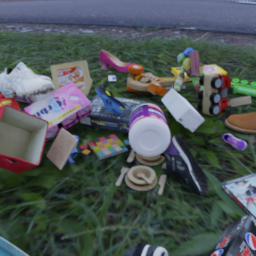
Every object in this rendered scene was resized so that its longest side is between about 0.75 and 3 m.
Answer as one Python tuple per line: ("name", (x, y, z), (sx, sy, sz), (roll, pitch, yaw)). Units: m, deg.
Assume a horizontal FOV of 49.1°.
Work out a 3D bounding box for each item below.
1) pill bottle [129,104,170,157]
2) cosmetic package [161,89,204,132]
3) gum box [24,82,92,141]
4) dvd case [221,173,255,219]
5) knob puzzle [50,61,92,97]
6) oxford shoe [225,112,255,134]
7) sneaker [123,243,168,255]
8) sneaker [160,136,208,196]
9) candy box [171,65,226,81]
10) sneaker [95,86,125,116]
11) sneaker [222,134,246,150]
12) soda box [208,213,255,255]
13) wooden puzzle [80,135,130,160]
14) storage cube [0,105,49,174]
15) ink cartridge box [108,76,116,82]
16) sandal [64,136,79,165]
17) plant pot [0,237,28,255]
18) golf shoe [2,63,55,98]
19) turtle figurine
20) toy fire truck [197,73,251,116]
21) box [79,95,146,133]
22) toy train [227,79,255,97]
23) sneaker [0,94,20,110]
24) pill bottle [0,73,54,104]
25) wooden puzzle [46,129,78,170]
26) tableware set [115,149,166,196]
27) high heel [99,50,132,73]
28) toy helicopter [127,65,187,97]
("pill bottle", (0.625, -0.044, 8.848), (1.195, 1.195, 2.125), (0, 22, 0))
("cosmetic package", (2.024, -0.685, 10.566), (0.949, 0.683, 1.682), (32, 17, -33))
("gum box", (-2.428, -0.636, 10.056), (2.096, 0.693, 1.190), (-34, 69, -16))
("dvd case", (3.511, 1.914, 7.366), (1.265, 0.191, 1.734), (-11, 32, -18))
("knob puzzle", (-2.324, -1.824, 11.725), (1.915, 1.915, 0.266), (4, 8, 6))
("oxford shoe", (5.094, -0.450, 10.434), (2.970, 1.058, 1.059), (-4, 33, -3))
("sneaker", (0.100, 2.991, 5.382), (0.881, 0.576, 1.575), (-4, 37, 40))
("sneaker", (1.587, 1.229, 8.173), (0.726, 0.839, 1.917), (22, 35, -45))
("candy box", (3.833, -3.010, 15.254), (2.628, 0.347, 1.343), (-7, 35, -11))
("sneaker", (-0.716, -0.888, 9.803), (0.559, 1.425, 0.470), (-36, 42, 19))
("sneaker", (3.545, 0.453, 9.458), (0.389, 0.354, 0.880), (23, 9, -44))
("soda box", (2.063, 2.534, 5.502), (1.938, 0.686, 0.614), (-25, 73, -46))
("wooden puzzle", (-0.721, 0.627, 9.499), (1.735, 0.122, 1.029), (-16, 34, -25))
("storage cube", (-3.254, 0.375, 7.897), (1.322, 1.390, 1.546), (25, 57, -35))
("ink cartridge box", (-0.844, -2.548, 14.700), (0.363, 0.142, 0.766), (-2, 29, -5))
("sandal", (-1.780, 0.740, 8.814), (0.476, 0.434, 1.092), (6, 59, 25))
("plant pot", (-2.573, 2.870, 3.710), (2.759, 2.759, 2.592), (14, 49, 22))
("golf shoe", (-3.716, -1.725, 10.059), (2.597, 1.263, 1.017), (4, 13, 34))
("turtle figurine", (3.013, -2.068, 13.129), (2.552, 2.632, 1.894), (49, 26, 25))
("toy fire truck", (3.919, -1.371, 11.301), (1.843, 1.623, 1.186), (-11, 19, -27))
("box", (-0.584, -0.598, 11.082), (2.239, 0.571, 1.765), (10, 34, 16))
("toy train", (5.159, -1.936, 13.330), (2.815, 0.587, 0.794), (17, 45, 25))
("sneaker", (-4.429, -0.433, 10.179), (1.103, 1.216, 2.865), (-16, 35, -19))
("pill bottle", (-4.565, -1.798, 12.345), (2.326, 1.306, 1.306), (14, 34, 20))
("wooden puzzle", (-1.959, 0.635, 8.444), (0.251, 1.003, 1.083), (30, -1, -42))
("tableware set", (0.535, 1.078, 8.506), (1.366, 0.414, 2.066), (9, 33, 14))
("high heel", (-0.522, -3.787, 15.807), (2.261, 1.085, 0.761), (11, 33, 17))
("toy helicopter", (1.425, -2.105, 13.092), (2.960, 1.167, 1.957), (-4, 32, -16))
